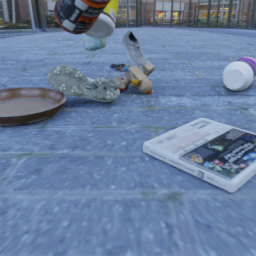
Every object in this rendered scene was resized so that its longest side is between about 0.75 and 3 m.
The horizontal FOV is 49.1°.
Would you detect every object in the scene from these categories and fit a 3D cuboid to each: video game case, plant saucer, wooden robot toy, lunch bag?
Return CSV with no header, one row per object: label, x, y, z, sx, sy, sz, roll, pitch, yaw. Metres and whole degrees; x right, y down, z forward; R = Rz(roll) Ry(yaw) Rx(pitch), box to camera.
video game case,1.778,0.403,5.815,2.210,0.258,2.009,-20,30,-40
plant saucer,-3.116,-0.632,7.986,2.680,0.430,2.680,0,23,0
wooden robot toy,0.390,-1.571,9.998,1.140,1.107,2.513,43,34,6
lunch bag,-1.325,-3.667,10.806,1.006,1.254,0.484,-3,9,38

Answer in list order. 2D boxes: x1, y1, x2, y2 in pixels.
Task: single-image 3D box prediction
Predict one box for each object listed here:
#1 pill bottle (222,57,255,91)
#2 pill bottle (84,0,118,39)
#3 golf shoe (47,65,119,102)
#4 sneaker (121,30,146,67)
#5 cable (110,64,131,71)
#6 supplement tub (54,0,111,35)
pill bottle,4.162,-1.994,10.364,1.051,1.051,1.869,15,27,31
pill bottle,-0.979,-4.393,9.688,1.269,2.257,1.269,6,-15,2
golf shoe,-1.384,-1.236,8.745,2.250,0.881,1.094,18,-9,2
sneaker,0.190,-2.361,8.352,0.432,1.156,0.474,-29,-6,-28
cable,-0.494,-2.919,13.705,0.666,0.345,1.371,-37,28,-30
supplement tub,-1.099,-3.448,7.264,1.189,1.189,2.223,-15,-4,-31
